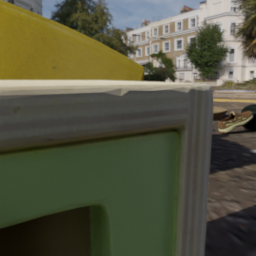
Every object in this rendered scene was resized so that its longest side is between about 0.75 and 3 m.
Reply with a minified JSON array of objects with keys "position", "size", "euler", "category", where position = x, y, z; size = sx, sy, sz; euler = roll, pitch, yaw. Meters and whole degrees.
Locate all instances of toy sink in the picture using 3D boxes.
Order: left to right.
[{"position":[-1.095,0.694,1.238],"size":[2.774,1.808,1.554],"euler":[-5,12,-33],"category":"toy sink"}]

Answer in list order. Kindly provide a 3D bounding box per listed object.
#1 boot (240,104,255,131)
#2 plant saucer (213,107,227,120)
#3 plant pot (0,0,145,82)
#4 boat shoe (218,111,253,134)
[{"position":[4.746,-0.383,10.527],"size":[1.804,0.814,2.201],"euler":[-8,14,-30],"category":"boot"},{"position":[3.202,-0.719,13.394],"size":[2.908,0.428,2.908],"euler":[0,11,0],"category":"plant saucer"},{"position":[-1.213,-0.338,5.117],"size":[2.552,2.893,2.893],"euler":[11,9,-7],"category":"plant pot"},{"position":[3.587,-0.308,9.331],"size":[1.348,0.499,0.498],"euler":[-27,17,-17],"category":"boat shoe"}]
